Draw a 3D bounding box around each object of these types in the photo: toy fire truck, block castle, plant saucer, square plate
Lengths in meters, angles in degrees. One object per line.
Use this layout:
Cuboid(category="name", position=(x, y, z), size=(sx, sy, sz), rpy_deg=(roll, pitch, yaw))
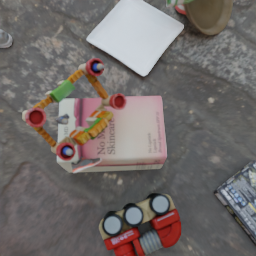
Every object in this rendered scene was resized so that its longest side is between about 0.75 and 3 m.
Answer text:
Cuboid(category="toy fire truck", position=(0.538, 3.064, 7.227), size=(2.039, 1.491, 2.317), rpy_deg=(-21, 80, -7))
Cuboid(category="block castle", position=(-1.019, -0.375, 5.715), size=(1.934, 0.907, 1.293), rpy_deg=(-46, 117, -22))
Cuboid(category="plant saucer", position=(2.676, -4.411, 9.446), size=(2.499, 0.368, 2.499), rpy_deg=(-7, 103, -35))
Cuboid(category="square plate", position=(0.264, -3.265, 9.797), size=(2.477, 0.356, 2.501), rpy_deg=(35, 75, 10))

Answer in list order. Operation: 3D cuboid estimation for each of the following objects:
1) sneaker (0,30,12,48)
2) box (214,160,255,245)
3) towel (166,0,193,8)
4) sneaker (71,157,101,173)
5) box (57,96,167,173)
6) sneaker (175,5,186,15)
Cuboid(category="sneaker", position=(-4.956, -3.153, 9.557), size=(1.791, 0.734, 0.669), rpy_deg=(-6, 72, -2))
Cuboid(category="box", position=(3.685, 2.138, 7.975), size=(1.566, 0.477, 1.943), rpy_deg=(-36, 75, -9))
Cuboid(category="towel", position=(2.136, -4.518, 6.993), size=(2.982, 2.275, 0.349), rpy_deg=(-34, 56, -20))
Cuboid(category="sneaker", position=(-0.987, 0.799, 6.609), size=(0.770, 0.297, 0.315), rpy_deg=(-18, 80, -34))
Cuboid(category="box", position=(-0.441, 0.220, 8.020), size=(2.848, 1.552, 1.821), rpy_deg=(-3, 72, -1))
Cuboid(category="sneaker", position=(2.660, -5.411, 10.041), size=(1.032, 1.215, 2.800), rpy_deg=(26, 73, 8))
